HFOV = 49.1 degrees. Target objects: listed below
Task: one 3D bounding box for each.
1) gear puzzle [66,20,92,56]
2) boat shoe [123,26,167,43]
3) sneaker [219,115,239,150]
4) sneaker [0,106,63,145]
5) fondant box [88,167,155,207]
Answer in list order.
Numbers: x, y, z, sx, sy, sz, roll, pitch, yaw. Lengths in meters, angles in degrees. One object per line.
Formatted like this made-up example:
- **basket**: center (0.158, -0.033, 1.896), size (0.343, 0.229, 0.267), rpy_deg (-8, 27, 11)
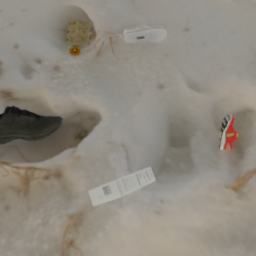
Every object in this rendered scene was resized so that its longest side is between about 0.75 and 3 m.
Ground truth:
- **gear puzzle**: center (-2.212, -3.981, 12.517), size (1.079, 0.273, 2.084), rpy_deg (2, 63, -1)
- **boat shoe**: center (0.731, -4.214, 12.422), size (1.898, 0.683, 0.624), rpy_deg (-8, 64, 5)
- **sneaker**: center (3.469, 0.148, 9.524), size (0.588, 1.384, 0.533), rpy_deg (4, 35, 6)
- **sneaker**: center (-3.632, -0.183, 9.566), size (2.716, 1.233, 1.031), rpy_deg (-9, 21, -10)
- **fondant box**: center (-0.154, 1.694, 8.180), size (1.665, 1.201, 0.485), rpy_deg (-7, 73, -53)
